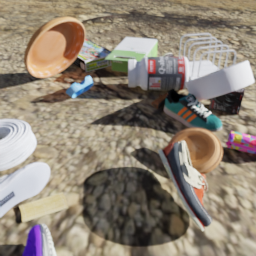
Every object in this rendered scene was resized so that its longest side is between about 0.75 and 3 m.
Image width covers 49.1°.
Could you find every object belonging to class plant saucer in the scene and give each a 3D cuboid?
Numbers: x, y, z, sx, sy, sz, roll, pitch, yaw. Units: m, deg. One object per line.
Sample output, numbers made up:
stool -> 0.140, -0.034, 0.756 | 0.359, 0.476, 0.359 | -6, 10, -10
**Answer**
plant saucer -> 1.529, 0.510, 6.557 | 1.285, 0.207, 1.285 | -11, 50, 13
plant saucer -> -2.596, -2.828, 9.808 | 0.468, 2.500, 2.500 | 46, 50, 13

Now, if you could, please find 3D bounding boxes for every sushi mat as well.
sushi mat -> -1.675, 1.569, 5.559 | 0.899, 0.054, 0.430 | -14, 37, -20

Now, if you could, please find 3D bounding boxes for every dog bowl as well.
dog bowl -> -1.576, -1.340, 9.309 | 1.030, 0.574, 0.255 | -37, 85, -32

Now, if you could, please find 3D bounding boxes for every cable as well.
cable -> -3.152, 0.368, 6.702 | 1.745, 0.604, 1.746 | 15, 37, 29

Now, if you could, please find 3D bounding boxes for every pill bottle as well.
pill bottle -> 0.995, -1.849, 9.586 | 1.980, 1.147, 1.147 | 0, 34, 1

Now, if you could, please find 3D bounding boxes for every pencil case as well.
pencil case -> 2.963, 0.414, 6.872 | 1.089, 0.481, 0.481 | 12, 36, 16

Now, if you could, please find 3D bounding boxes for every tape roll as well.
tape roll -> 2.751, -1.400, 8.535 | 1.924, 0.673, 1.924 | -20, 7, 2

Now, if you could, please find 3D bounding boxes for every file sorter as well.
file sorter -> 2.888, -2.602, 10.560 | 1.445, 1.296, 2.082 | -7, 36, -9

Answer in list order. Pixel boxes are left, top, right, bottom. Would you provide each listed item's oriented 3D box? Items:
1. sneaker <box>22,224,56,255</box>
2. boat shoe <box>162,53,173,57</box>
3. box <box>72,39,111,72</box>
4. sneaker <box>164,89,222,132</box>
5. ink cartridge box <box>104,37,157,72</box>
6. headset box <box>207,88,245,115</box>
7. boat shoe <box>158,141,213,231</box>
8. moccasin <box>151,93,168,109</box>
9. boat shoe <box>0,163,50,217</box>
sneaker -> -1.515, 2.317, 3.846 | 1.080, 0.755, 2.171 | -9, 36, -12
boat shoe -> 1.495, -2.789, 11.650 | 1.121, 0.403, 0.363 | -25, 48, -28
box -> -1.853, -3.224, 12.181 | 1.490, 0.470, 2.707 | -22, 40, -29
sneaker -> 1.806, -0.520, 7.971 | 1.904, 0.761, 0.680 | 29, 44, 35
ink cartridge box -> 0.195, -2.823, 11.284 | 1.429, 0.816, 2.752 | 10, 36, 14
headset box -> 2.948, -0.892, 8.540 | 1.001, 0.745, 0.387 | 14, 36, 18
boat shoe -> 1.202, 1.033, 5.579 | 0.652, 0.742, 2.084 | -24, 37, 3
moccasin -> 1.099, -0.929, 8.989 | 0.367, 0.347, 0.950 | 34, 56, 26
boat shoe -> -2.400, 1.208, 5.525 | 0.613, 0.690, 1.874 | 7, 24, 32
